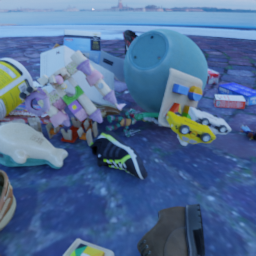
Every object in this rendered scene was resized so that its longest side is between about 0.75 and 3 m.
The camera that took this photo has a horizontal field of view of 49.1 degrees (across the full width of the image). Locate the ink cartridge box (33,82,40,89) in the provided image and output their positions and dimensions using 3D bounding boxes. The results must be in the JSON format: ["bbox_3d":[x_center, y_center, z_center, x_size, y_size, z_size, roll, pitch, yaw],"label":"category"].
[{"bbox_3d":[-4.722,-1.929,13.268,0.987,0.214,0.969,-17,30,-28],"label":"ink cartridge box"}]

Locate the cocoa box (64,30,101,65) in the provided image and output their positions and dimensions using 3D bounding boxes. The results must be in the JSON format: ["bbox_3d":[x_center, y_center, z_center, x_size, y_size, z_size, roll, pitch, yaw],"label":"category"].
[{"bbox_3d":[-1.476,-2.582,9.022,1.162,0.762,0.775,0,-20,-11],"label":"cocoa box"}]

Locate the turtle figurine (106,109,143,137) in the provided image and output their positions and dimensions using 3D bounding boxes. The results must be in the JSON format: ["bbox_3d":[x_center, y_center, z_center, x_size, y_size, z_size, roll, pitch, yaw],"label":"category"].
[{"bbox_3d":[-0.098,-0.161,8.784,1.171,0.877,0.590,-7,12,-27],"label":"turtle figurine"}]

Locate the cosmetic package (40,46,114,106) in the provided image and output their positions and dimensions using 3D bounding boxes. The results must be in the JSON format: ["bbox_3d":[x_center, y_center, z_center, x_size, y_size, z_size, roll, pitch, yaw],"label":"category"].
[{"bbox_3d":[-1.530,-1.427,9.096,1.027,1.411,2.775,-8,-12,28],"label":"cosmetic package"}]

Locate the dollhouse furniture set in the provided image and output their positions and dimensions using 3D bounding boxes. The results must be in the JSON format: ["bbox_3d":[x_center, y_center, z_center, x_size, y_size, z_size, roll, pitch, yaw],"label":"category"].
[{"bbox_3d":[-1.611,0.005,8.865,1.418,0.730,1.403,8,38,17],"label":"dollhouse furniture set"}]

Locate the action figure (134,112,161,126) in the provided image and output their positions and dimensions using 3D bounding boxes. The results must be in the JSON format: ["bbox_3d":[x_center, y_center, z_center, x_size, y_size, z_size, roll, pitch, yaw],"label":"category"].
[{"bbox_3d":[1.028,-0.298,9.262,1.709,0.467,1.010,5,8,-6],"label":"action figure"}]

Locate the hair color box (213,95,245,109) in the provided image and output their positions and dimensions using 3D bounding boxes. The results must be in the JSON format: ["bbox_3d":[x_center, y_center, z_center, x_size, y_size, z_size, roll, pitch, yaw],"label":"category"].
[{"bbox_3d":[4.047,-1.054,11.245,1.118,0.357,0.620,6,26,8],"label":"hair color box"}]

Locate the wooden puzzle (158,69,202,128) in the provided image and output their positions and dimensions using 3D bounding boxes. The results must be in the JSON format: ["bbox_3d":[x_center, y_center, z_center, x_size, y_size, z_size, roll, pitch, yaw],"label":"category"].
[{"bbox_3d":[1.634,-0.774,8.202,1.516,1.637,0.379,8,3,-41],"label":"wooden puzzle"}]

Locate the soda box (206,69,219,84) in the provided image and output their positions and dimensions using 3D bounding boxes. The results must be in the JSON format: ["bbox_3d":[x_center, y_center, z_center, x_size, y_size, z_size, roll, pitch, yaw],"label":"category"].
[{"bbox_3d":[4.004,-2.794,14.694,0.607,0.550,1.733,-8,27,-17],"label":"soda box"}]

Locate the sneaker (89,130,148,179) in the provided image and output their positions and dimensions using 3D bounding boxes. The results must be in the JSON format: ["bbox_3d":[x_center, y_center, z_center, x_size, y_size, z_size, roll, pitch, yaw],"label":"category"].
[{"bbox_3d":[-0.327,0.825,7.131,0.879,0.761,2.122,-35,36,-15],"label":"sneaker"}]

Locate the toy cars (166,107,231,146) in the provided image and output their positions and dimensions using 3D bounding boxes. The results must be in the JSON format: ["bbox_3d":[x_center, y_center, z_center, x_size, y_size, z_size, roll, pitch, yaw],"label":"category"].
[{"bbox_3d":[1.768,0.010,7.160,1.149,0.567,2.562,42,28,22],"label":"toy cars"}]

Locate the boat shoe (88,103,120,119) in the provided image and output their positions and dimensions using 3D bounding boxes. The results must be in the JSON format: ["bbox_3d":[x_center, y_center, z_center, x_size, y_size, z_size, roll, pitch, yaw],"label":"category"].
[{"bbox_3d":[-0.824,-0.481,8.707,1.167,0.431,0.441,7,-18,20],"label":"boat shoe"}]

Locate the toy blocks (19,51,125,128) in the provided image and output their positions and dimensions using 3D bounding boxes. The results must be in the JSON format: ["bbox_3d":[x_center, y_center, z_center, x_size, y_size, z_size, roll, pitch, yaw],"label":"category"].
[{"bbox_3d":[-1.260,-0.672,6.933,1.842,1.659,1.971,-38,9,0],"label":"toy blocks"}]

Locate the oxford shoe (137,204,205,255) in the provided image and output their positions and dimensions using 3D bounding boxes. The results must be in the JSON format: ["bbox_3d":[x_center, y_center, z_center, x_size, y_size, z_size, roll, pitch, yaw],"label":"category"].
[{"bbox_3d":[0.614,2.093,4.165,1.041,0.896,2.467,-5,17,15],"label":"oxford shoe"}]

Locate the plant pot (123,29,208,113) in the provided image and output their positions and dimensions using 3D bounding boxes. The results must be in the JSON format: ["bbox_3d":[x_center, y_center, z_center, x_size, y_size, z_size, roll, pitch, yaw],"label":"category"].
[{"bbox_3d":[1.001,-2.087,9.312,2.907,2.907,1.958,15,-8,28],"label":"plant pot"}]

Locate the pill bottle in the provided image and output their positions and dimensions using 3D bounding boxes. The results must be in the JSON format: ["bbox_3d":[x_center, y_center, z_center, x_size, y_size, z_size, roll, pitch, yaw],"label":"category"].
[{"bbox_3d":[-4.645,-0.962,9.176,1.628,1.628,2.896,13,43,25],"label":"pill bottle"}]

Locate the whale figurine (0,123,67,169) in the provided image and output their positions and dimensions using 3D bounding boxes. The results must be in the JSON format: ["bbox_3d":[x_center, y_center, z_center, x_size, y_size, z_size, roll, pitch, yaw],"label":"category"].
[{"bbox_3d":[-2.585,0.639,7.281,1.887,0.979,1.502,23,24,-8],"label":"whale figurine"}]

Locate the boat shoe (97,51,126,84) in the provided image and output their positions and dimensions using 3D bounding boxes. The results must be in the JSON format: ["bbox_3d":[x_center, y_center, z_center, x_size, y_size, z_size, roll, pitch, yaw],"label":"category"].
[{"bbox_3d":[-0.740,-2.347,10.774,2.248,0.830,0.768,17,1,-28],"label":"boat shoe"}]

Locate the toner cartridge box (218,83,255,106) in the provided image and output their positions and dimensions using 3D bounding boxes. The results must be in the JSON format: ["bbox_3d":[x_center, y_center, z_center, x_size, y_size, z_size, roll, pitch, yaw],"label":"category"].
[{"bbox_3d":[4.832,-1.481,12.094,0.865,0.393,1.821,-12,27,-21],"label":"toner cartridge box"}]

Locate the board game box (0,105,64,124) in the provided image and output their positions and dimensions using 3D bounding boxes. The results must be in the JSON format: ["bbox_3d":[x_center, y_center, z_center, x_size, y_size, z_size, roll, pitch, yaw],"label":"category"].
[{"bbox_3d":[-3.737,-0.535,10.295,2.411,0.234,1.241,3,27,7],"label":"board game box"}]

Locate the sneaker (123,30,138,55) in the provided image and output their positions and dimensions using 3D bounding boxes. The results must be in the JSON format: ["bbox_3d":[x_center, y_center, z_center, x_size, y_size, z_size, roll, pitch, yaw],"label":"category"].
[{"bbox_3d":[0.114,-3.187,10.942,0.828,0.599,1.694,5,-17,29],"label":"sneaker"}]

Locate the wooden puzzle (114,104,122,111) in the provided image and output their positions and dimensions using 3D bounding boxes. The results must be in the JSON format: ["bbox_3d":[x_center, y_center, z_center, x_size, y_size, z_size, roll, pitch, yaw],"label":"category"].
[{"bbox_3d":[-0.824,-0.792,10.876,0.832,0.168,0.900,-16,37,-36],"label":"wooden puzzle"}]

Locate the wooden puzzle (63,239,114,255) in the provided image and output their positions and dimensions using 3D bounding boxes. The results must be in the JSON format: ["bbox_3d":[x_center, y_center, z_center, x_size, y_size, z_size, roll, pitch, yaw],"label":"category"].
[{"bbox_3d":[-0.716,2.188,4.632,0.761,0.142,0.704,12,27,23],"label":"wooden puzzle"}]

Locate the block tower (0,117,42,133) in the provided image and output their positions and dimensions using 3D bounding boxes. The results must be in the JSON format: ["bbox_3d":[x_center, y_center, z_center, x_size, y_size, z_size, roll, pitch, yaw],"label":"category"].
[{"bbox_3d":[-3.690,0.209,8.274,2.194,0.634,0.593,-13,28,-23],"label":"block tower"}]

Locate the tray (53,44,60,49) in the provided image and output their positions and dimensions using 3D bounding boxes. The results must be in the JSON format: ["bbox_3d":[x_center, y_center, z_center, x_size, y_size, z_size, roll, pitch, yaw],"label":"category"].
[{"bbox_3d":[-2.761,-3.077,11.665,0.151,0.817,0.403,-13,44,50],"label":"tray"}]

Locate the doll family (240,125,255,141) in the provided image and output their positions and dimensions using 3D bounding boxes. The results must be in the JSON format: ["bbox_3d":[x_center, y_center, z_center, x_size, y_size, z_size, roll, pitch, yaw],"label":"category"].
[{"bbox_3d":[3.979,0.176,8.633,1.074,0.421,0.621,-4,29,4],"label":"doll family"}]

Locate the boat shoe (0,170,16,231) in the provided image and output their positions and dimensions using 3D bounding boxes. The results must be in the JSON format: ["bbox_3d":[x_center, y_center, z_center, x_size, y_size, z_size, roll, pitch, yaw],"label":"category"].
[{"bbox_3d":[-2.663,1.639,4.631,1.011,0.987,2.673,7,23,-7],"label":"boat shoe"}]
